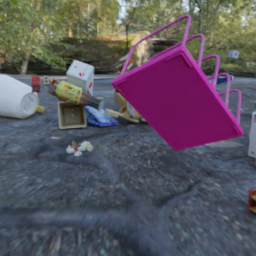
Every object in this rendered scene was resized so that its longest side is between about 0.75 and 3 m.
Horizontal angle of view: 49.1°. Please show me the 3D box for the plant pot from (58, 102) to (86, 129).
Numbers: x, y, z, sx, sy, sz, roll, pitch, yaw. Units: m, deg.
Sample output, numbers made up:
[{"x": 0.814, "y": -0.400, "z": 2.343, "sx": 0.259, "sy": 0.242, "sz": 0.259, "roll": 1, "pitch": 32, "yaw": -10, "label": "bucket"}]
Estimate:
[{"x": -2.190, "y": -0.500, "z": 10.956, "sx": 0.992, "sy": 0.991, "sz": 0.878, "roll": -4, "pitch": 1, "yaw": -11, "label": "plant pot"}]

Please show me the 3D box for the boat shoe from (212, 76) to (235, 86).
[{"x": 3.819, "y": -1.867, "z": 11.173, "sx": 0.335, "sy": 0.334, "sz": 0.925, "roll": -2, "pitch": 1, "yaw": -38, "label": "boat shoe"}]

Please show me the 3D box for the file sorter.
[{"x": 1.364, "y": -1.031, "z": 6.956, "sx": 1.901, "sy": 2.735, "sz": 1.715, "roll": -18, "pitch": 40, "yaw": 39, "label": "file sorter"}]

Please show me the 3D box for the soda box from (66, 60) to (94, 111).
[{"x": -1.920, "y": -1.530, "z": 11.235, "sx": 0.812, "sy": 2.383, "sz": 0.759, "roll": 20, "pitch": 58, "yaw": 2, "label": "soda box"}]

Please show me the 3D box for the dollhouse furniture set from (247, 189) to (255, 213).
[{"x": 2.633, "y": 1.268, "z": 4.793, "sx": 1.061, "sy": 0.432, "sz": 0.571, "roll": -6, "pitch": 15, "yaw": -25, "label": "dollhouse furniture set"}]

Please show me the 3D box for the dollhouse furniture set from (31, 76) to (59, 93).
[{"x": -3.098, "y": -1.621, "z": 10.500, "sx": 1.028, "sy": 0.418, "sz": 0.553, "roll": -3, "pitch": -24, "yaw": -18, "label": "dollhouse furniture set"}]

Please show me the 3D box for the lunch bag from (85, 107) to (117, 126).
[{"x": -1.102, "y": -0.378, "z": 11.345, "sx": 1.273, "sy": 0.599, "sz": 0.958, "roll": 26, "pitch": 19, "yaw": 39, "label": "lunch bag"}]

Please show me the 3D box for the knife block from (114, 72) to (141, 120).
[{"x": -0.104, "y": -1.596, "z": 12.082, "sx": 0.869, "sy": 2.385, "sz": 2.716, "roll": -40, "pitch": 40, "yaw": -7, "label": "knife block"}]

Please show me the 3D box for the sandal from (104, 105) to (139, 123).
[{"x": -0.119, "y": -0.653, "z": 11.255, "sx": 1.751, "sy": 0.576, "sz": 0.642, "roll": 12, "pitch": 12, "yaw": -40, "label": "sandal"}]

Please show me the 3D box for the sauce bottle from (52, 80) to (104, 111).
[{"x": -1.808, "y": -1.166, "z": 10.193, "sx": 1.938, "sy": 0.627, "sz": 0.627, "roll": 22, "pitch": 19, "yaw": 14, "label": "sauce bottle"}]

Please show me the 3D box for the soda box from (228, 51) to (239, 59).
[{"x": 3.955, "y": -2.756, "z": 10.526, "sx": 0.240, "sy": 0.259, "sz": 0.758, "roll": 14, "pitch": 16, "yaw": 6, "label": "soda box"}]

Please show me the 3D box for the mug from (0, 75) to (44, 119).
[{"x": -5.053, "y": -1.371, "z": 12.921, "sx": 1.961, "sy": 1.913, "sz": 2.389, "roll": 16, "pitch": 26, "yaw": 26, "label": "mug"}]

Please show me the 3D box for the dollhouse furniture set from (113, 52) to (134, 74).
[{"x": 0.624, "y": -2.267, "z": 13.989, "sx": 1.350, "sy": 2.620, "sz": 2.592, "roll": -42, "pitch": -1, "yaw": -22, "label": "dollhouse furniture set"}]

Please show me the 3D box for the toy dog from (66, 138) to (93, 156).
[{"x": -1.375, "y": 0.504, "z": 8.059, "sx": 0.515, "sy": 0.376, "sz": 0.780, "roll": 10, "pitch": 17, "yaw": 35, "label": "toy dog"}]

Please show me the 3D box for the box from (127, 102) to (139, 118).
[{"x": 0.520, "y": -0.997, "z": 10.606, "sx": 1.027, "sy": 0.782, "sz": 0.546, "roll": -26, "pitch": 53, "yaw": -20, "label": "box"}]

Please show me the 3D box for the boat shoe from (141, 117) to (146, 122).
[{"x": 1.298, "y": -0.670, "z": 12.156, "sx": 0.876, "sy": 0.731, "sz": 2.347, "roll": 11, "pitch": 18, "yaw": 34, "label": "boat shoe"}]

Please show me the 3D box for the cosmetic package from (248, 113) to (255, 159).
[{"x": 4.438, "y": 0.160, "z": 7.661, "sx": 2.239, "sy": 1.263, "sz": 0.908, "roll": -8, "pitch": 15, "yaw": -26, "label": "cosmetic package"}]

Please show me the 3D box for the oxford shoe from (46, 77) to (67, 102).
[{"x": -2.888, "y": -1.402, "z": 11.221, "sx": 0.490, "sy": 1.344, "sz": 0.479, "roll": -37, "pitch": -25, "yaw": 8, "label": "oxford shoe"}]
